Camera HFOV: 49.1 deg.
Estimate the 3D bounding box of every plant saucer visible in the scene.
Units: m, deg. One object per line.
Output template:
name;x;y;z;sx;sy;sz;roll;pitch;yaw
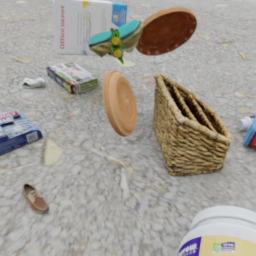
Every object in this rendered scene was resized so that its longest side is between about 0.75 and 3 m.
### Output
plant saucer;1.196;-3.159;9.234;2.142;2.142;0.346;-11;71;-16
plant saucer;-0.109;-0.502;5.689;0.221;1.367;1.367;-10;31;22

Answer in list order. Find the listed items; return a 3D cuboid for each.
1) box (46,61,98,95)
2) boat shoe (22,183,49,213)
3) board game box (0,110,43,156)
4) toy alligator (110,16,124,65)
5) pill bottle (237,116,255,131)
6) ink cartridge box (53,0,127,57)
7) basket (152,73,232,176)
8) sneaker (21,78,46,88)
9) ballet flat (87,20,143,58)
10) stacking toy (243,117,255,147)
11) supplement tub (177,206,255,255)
box;-2.742;-2.492;13.565;1.446;0.456;2.627;-23;41;-29
boat shoe;-2.491;1.846;7.395;1.096;0.394;0.415;27;43;33
board game box;-4.581;0.002;9.762;2.312;0.713;2.311;-26;43;-32
toy alligator;-0.346;-2.259;7.297;0.297;1.236;0.410;-8;8;8
pill bottle;4.505;-0.169;10.186;0.937;0.520;0.520;-9;36;-11
ink cartridge box;-1.563;-3.931;10.842;2.603;1.917;1.883;-1;27;-16
basket;2.043;-0.265;8.861;2.104;2.196;2.948;-4;34;-6
sneaker;-4.366;-2.038;13.004;1.146;0.439;0.463;0;41;12
ballet flat;-0.264;-2.557;8.355;0.891;0.891;2.521;-29;21;-34
stacking toy;4.979;0.446;8.951;2.180;1.196;1.265;33;61;24
supplement tub;1.656;2.860;4.565;1.954;1.954;2.688;11;37;15
